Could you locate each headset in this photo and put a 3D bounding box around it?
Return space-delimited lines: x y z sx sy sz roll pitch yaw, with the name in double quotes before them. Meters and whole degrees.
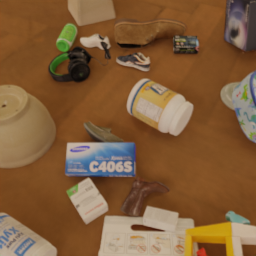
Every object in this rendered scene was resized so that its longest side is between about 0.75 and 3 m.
"headset" -1.775 -2.420 9.988 2.326 1.093 1.436 -9 51 7

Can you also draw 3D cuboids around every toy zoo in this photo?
"toy zoo" 1.951 2.777 4.984 1.916 0.299 2.920 -6 35 17

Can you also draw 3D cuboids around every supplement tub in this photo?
"supplement tub" -2.402 2.575 5.891 1.524 1.005 1.005 23 54 19
"supplement tub" 0.943 -0.609 8.389 1.687 1.220 1.220 30 57 23

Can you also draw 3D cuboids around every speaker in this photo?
"speaker" -2.478 -3.673 11.379 0.583 0.583 1.319 6 51 5

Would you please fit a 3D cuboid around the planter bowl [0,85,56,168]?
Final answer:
"planter bowl" -3.327 -0.219 7.887 2.258 1.520 2.258 -1 50 1

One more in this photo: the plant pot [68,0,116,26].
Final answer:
"plant pot" -1.714 -5.909 12.568 1.806 1.599 1.803 -18 52 -16

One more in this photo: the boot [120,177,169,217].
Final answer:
"boot" 0.417 1.804 6.961 0.986 0.340 1.057 11 48 23

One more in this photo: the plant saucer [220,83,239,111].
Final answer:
"plant saucer" 3.862 -1.119 9.385 1.440 0.361 1.440 0 50 0

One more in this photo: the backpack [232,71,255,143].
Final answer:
"backpack" 4.306 -0.777 7.711 2.431 1.787 2.225 -14 77 -18

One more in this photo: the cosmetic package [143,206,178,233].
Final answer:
"cosmetic package" 0.757 2.128 6.534 0.757 0.270 0.384 8 33 18

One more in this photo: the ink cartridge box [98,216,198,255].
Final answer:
"ink cartridge box" 0.406 3.154 5.813 2.218 0.686 2.735 1 32 4

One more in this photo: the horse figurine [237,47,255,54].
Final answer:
"horse figurine" 4.800 -3.163 11.164 0.797 0.199 0.528 -9 38 2

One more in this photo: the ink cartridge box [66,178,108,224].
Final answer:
"ink cartridge box" -1.004 1.804 6.928 0.658 0.379 0.902 -28 57 -21

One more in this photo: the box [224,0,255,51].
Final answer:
"box" 4.527 -4.053 10.603 1.078 1.749 1.735 -12 32 -5

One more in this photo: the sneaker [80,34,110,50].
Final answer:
"sneaker" -1.330 -3.531 11.269 1.263 0.550 0.471 8 51 8

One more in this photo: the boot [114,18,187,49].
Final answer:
"boot" 0.906 -3.711 11.327 2.932 1.079 1.106 -1 73 1

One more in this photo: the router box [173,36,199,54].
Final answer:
"router box" 2.280 -3.299 11.097 0.975 0.303 0.730 1 57 1

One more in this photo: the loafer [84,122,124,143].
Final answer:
"loafer" -0.698 0.222 8.150 1.395 0.524 0.486 36 70 15

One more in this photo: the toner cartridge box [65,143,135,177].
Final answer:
"toner cartridge box" -0.720 0.852 7.458 1.815 0.392 0.862 -1 72 4

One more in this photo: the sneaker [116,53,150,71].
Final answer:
"sneaker" 0.204 -2.565 10.442 1.330 0.528 0.522 18 40 13
